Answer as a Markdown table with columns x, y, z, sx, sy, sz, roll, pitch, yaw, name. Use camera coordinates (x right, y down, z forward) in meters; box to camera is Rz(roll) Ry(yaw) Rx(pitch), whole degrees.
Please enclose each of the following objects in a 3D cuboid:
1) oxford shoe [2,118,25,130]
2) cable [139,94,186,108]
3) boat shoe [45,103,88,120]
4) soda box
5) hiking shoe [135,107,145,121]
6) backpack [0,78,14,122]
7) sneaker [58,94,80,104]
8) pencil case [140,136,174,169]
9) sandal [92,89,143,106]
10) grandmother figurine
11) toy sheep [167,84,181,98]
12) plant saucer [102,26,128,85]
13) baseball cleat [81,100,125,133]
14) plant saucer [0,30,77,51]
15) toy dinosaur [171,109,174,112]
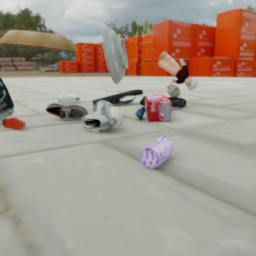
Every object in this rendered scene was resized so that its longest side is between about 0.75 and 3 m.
| x | y | z | sx | sy | sz | roll | pitch | yaw | name |
| --- | --- | --- | --- | --- | --- | --- | --- | --- | --- |
| -3.257 | -0.148 | 8.174 | 1.003 | 0.357 | 0.364 | 9 | 11 | 36 | oxford shoe |
| 1.521 | -1.112 | 12.303 | 1.750 | 0.545 | 2.144 | 16 | 15 | 37 | cable |
| -2.066 | -0.496 | 9.336 | 1.455 | 0.526 | 0.527 | 7 | 21 | 15 | boat shoe |
| 1.025 | -0.759 | 10.064 | 0.781 | 0.707 | 2.230 | 0 | 12 | 0 | soda box |
| 0.432 | -0.521 | 9.541 | 0.286 | 0.333 | 0.768 | 42 | 17 | -17 | hiking shoe |
| -4.329 | -0.748 | 8.592 | 1.428 | 1.095 | 1.256 | -27 | 57 | -15 | backpack |
| -2.829 | -1.406 | 13.504 | 0.566 | 0.497 | 1.413 | 8 | 14 | 22 | sneaker |
| 0.566 | 0.448 | 5.307 | 0.410 | 0.418 | 0.978 | 4 | 14 | 23 | pencil case |
| -0.460 | -1.298 | 13.033 | 2.609 | 0.559 | 0.992 | -18 | 6 | -28 | sandal |
| 2.218 | -2.405 | 12.356 | 0.638 | 1.278 | 2.107 | -37 | 68 | -21 | grandmother figurine |
| 2.095 | -1.673 | 12.813 | 0.611 | 0.611 | 0.886 | -7 | 45 | -30 | toy sheep |
| -0.356 | -2.442 | 9.373 | 0.481 | 1.916 | 1.916 | -10 | 11 | 11 | plant saucer |
| -0.916 | -0.367 | 8.284 | 1.139 | 0.746 | 2.140 | -15 | 12 | -21 | baseball cleat |
| -2.968 | -2.913 | 9.353 | 2.517 | 0.446 | 2.517 | 5 | 12 | -1 | plant saucer |
| 1.261 | -0.910 | 11.299 | 1.253 | 0.666 | 0.379 | -2 | 1 | 19 | toy dinosaur |
